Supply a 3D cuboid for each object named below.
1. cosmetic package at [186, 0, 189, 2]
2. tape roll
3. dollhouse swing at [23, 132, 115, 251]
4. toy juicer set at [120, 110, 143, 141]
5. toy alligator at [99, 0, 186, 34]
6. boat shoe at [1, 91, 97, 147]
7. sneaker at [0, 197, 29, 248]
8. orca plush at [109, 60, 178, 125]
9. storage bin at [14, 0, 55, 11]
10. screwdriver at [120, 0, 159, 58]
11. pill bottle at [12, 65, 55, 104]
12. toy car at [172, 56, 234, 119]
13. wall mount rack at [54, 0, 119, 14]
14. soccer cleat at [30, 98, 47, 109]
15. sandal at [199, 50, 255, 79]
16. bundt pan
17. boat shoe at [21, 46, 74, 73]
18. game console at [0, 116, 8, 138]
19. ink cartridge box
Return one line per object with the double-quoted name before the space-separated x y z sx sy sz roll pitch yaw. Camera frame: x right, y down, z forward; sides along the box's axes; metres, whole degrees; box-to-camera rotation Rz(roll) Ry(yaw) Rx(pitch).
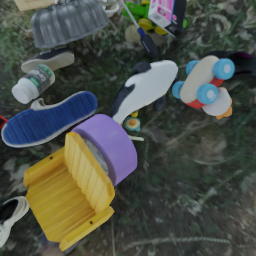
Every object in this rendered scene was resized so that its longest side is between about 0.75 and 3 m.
"cosmetic package" 2.060 -5.327 9.772 0.858 0.580 1.631 25 74 8
"tape roll" -0.648 0.590 7.203 0.754 1.774 1.774 -35 75 -32
"dollhouse swing" -1.563 1.521 6.794 1.965 1.901 2.163 -32 71 -14
"toy juicer set" 0.002 -0.085 8.100 0.716 0.306 1.126 -11 53 0
"toy alligator" 0.432 -3.588 8.946 2.882 0.782 0.855 10 85 -13
"boat shoe" -2.065 -0.152 7.636 2.591 0.938 0.936 -23 89 -18
"sneaker" -3.335 2.459 7.089 0.654 0.998 1.734 33 75 10
"orca plush" 0.259 -0.969 8.367 1.481 1.001 2.816 37 80 -27
"storage bin" -3.287 -4.838 9.609 1.284 0.606 1.294 -13 72 -3
"screwdriver" 0.216 -3.190 8.459 0.341 0.356 2.445 -36 113 -1
"pill bottle" -2.773 -1.286 8.236 0.676 0.676 1.196 27 51 8
"toy car" 2.489 -1.017 8.109 1.712 1.578 1.514 35 87 -24
"wall mount rack" -1.358 -4.692 9.460 2.230 0.832 1.938 7 61 1
"soccer cleat" -2.452 -0.340 8.236 0.463 0.414 1.194 -38 74 17
"sandal" 3.485 -2.034 8.714 2.548 0.610 0.958 4 72 1
"bundt pan" -1.752 -3.156 8.075 2.337 0.877 2.337 -14 30 8
"boat shoe" -2.503 -2.136 8.766 1.694 0.615 0.531 -13 58 5
"game console" -3.843 0.351 7.476 0.245 1.396 1.579 35 77 -3
"ink cartridge box" 1.281 -4.081 8.496 1.129 0.442 2.384 22 67 -34
